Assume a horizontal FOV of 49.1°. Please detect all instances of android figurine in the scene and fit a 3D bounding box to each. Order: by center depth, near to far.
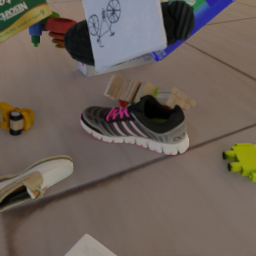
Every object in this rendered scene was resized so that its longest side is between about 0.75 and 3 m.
[{"bbox_3d":[2.673,0.687,5.957,1.196,0.246,1.089,-3,36,-3],"label":"android figurine"}]

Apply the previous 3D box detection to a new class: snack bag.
[{"bbox_3d":[-0.102,-1.483,3.223,0.161,1.508,1.422,-14,7,-36],"label":"snack bag"}]

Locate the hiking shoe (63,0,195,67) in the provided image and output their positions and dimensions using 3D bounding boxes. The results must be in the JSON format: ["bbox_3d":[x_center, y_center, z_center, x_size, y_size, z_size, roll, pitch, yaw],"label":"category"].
[{"bbox_3d":[0.019,-1.947,5.865,2.718,1.011,1.178,-6,25,14],"label":"hiking shoe"}]

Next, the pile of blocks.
[{"bbox_3d":[0.408,-0.692,7.530,2.737,1.124,0.851,21,84,39],"label":"pile of blocks"}]

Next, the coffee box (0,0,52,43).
[{"bbox_3d":[-3.160,-3.534,6.280,1.759,2.861,0.629,-39,36,-22],"label":"coffee box"}]

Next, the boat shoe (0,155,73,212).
[{"bbox_3d":[-1.773,1.065,5.201,1.662,0.621,0.568,-23,43,-12],"label":"boat shoe"}]

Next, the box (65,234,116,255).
[{"bbox_3d":[-0.721,2.266,3.165,0.804,1.026,1.649,24,43,29],"label":"box"}]

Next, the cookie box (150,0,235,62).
[{"bbox_3d":[1.117,-3.375,6.980,2.652,2.269,0.997,-39,11,9],"label":"cookie box"}]

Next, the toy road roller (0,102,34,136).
[{"bbox_3d":[-2.793,-0.275,7.012,0.936,0.575,0.683,30,33,27],"label":"toy road roller"}]

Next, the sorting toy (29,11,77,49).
[{"bbox_3d":[-2.370,-2.895,8.352,1.241,0.848,2.066,-22,42,-41],"label":"sorting toy"}]

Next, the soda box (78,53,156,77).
[{"bbox_3d":[-0.363,-2.639,9.853,2.766,0.944,0.877,-17,40,-22],"label":"soda box"}]

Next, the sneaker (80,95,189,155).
[{"bbox_3d":[0.123,-0.261,6.449,2.672,1.169,0.986,14,39,18],"label":"sneaker"}]
